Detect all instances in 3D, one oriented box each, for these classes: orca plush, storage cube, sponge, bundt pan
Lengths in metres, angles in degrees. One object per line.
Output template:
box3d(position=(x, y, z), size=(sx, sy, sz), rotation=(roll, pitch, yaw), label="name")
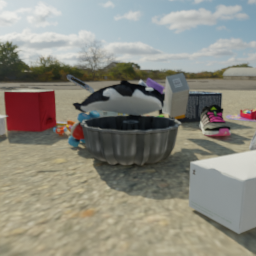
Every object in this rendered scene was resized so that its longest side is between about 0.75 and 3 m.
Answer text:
box3d(position=(-0.245, -0.974, 8.878), size=(2.896, 1.524, 1.030), rotation=(-12, 46, 33), label="orca plush")
box3d(position=(-4.343, -0.834, 12.666), size=(1.908, 1.715, 1.631), rotation=(1, 10, 10), label="storage cube")
box3d(position=(1.029, -1.575, 11.051), size=(0.808, 0.451, 0.121), rotation=(36, 34, 25), label="sponge")
box3d(position=(0.084, 0.330, 8.104), size=(2.855, 1.072, 2.855), rotation=(-1, 10, 0), label="bundt pan")

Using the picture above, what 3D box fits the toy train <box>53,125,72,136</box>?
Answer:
box3d(position=(-2.157, 0.113, 11.226), size=(1.485, 0.413, 1.115), rotation=(-3, 12, 3), label="toy train")

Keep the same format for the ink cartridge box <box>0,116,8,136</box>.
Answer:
box3d(position=(-5.595, 0.001, 10.809), size=(1.224, 0.721, 2.126), rotation=(0, 10, -1), label="ink cartridge box")

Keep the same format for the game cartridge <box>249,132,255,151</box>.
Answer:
box3d(position=(3.603, 0.425, 5.687), size=(1.973, 0.606, 2.964), rotation=(17, -5, 23), label="game cartridge")

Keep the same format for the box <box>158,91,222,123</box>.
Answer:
box3d(position=(3.310, -1.192, 15.192), size=(2.775, 1.485, 2.059), rotation=(-3, 11, -16), label="box")

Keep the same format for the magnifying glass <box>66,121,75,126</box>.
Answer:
box3d(position=(-1.475, 0.046, 10.446), size=(1.721, 0.193, 0.685), rotation=(19, 6, 10), label="magnifying glass")

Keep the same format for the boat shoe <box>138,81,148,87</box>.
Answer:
box3d(position=(0.521, -1.361, 10.499), size=(0.559, 0.529, 1.560), rotation=(46, 6, 4), label="boat shoe")

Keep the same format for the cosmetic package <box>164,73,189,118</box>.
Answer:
box3d(position=(1.886, -1.236, 11.012), size=(0.749, 0.887, 1.661), rotation=(-15, -30, -1), label="cosmetic package")

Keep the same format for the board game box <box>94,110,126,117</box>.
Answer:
box3d(position=(-0.511, -0.502, 12.491), size=(1.055, 1.037, 2.012), rotation=(-2, 9, 25), label="board game box")

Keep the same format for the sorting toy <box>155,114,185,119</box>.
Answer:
box3d(position=(1.523, -0.507, 13.544), size=(2.311, 0.309, 1.722), rotation=(-11, 8, 8), label="sorting toy")

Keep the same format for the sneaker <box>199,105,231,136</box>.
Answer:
box3d(position=(3.518, -0.355, 11.537), size=(0.978, 1.160, 2.651), rotation=(1, 10, 3), label="sneaker")

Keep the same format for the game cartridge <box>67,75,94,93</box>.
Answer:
box3d(position=(-1.975, -1.820, 11.733), size=(1.133, 0.229, 0.755), rotation=(30, -5, 12), label="game cartridge")

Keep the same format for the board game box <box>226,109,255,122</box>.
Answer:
box3d(position=(7.041, -0.801, 15.610), size=(2.952, 0.575, 2.333), rotation=(10, 14, 41), label="board game box")

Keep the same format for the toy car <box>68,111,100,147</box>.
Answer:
box3d(position=(-1.155, 0.262, 9.310), size=(1.259, 1.160, 1.113), rotation=(36, 25, 19), label="toy car")

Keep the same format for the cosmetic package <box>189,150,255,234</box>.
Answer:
box3d(position=(2.236, 0.983, 4.990), size=(2.113, 0.896, 1.137), rotation=(-6, 12, -29), label="cosmetic package")

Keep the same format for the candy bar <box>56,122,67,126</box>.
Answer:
box3d(position=(-3.020, -0.174, 13.399), size=(1.326, 0.147, 0.331), rotation=(6, 12, 25), label="candy bar")
